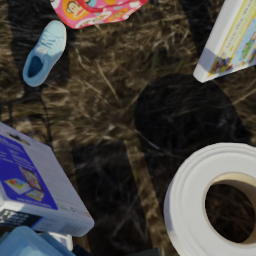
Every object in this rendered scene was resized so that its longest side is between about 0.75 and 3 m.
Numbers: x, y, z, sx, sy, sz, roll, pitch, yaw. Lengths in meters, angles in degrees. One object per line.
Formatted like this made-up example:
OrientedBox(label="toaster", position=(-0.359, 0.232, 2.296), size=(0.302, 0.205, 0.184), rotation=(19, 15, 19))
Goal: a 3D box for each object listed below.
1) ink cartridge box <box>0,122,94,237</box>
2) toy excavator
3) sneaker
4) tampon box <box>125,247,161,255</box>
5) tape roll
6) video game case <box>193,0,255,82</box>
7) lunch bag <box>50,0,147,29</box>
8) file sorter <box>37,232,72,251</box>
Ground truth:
OrientedBox(label="ink cartridge box", position=(-1.589, 0.736, 4.412), size=(0.427, 1.949, 1.967), rotation=(-43, 54, 3))
OrientedBox(label="toy excavator", position=(-1.543, 1.641, 3.408), size=(2.894, 2.977, 1.487), rotation=(4, 47, 52))
OrientedBox(label="sneaker", position=(-1.800, -1.636, 6.111), size=(0.583, 0.646, 1.577), rotation=(22, 91, -11))
OrientedBox(label="tampon box", position=(0.014, 2.965, 5.475), size=(1.379, 1.033, 0.871), rotation=(-12, 66, -5))
OrientedBox(label="tape roll", position=(2.234, 1.774, 6.045), size=(2.858, 0.999, 2.858), rotation=(0, 65, 1))
OrientedBox(label="video game case", position=(2.719, -2.384, 5.292), size=(2.677, 2.942, 0.337), rotation=(-21, 56, -31))
OrientedBox(label="lunch bag", position=(-0.728, -3.029, 5.341), size=(2.218, 0.909, 1.954), rotation=(-36, 101, -46))
OrientedBox(label="file sorter", position=(-1.832, 3.239, 5.157), size=(1.581, 1.419, 2.279), rotation=(-11, 67, -4))
